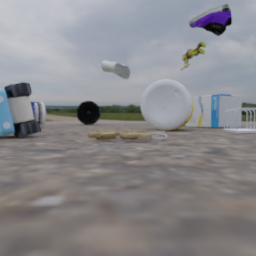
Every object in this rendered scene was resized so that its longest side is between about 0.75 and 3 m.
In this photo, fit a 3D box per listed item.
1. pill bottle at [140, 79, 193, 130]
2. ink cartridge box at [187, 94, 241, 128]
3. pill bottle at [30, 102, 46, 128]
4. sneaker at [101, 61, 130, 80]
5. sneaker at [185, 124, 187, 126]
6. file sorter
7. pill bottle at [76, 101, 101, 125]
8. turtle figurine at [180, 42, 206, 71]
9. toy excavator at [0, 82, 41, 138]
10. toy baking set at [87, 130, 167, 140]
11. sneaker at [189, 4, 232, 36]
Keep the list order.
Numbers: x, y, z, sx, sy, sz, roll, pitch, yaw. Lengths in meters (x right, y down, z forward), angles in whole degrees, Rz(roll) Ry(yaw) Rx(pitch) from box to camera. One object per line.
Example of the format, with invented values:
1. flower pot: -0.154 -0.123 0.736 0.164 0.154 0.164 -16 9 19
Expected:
1. pill bottle: 1.345 -0.657 9.014 1.458 1.458 2.669 0 1 15
2. ink cartridge box: 3.575 -0.683 11.809 1.356 1.333 1.842 -1 2 -31
3. pill bottle: -4.229 -0.506 10.815 1.877 1.043 1.043 -1 2 -28
4. sneaker: -0.735 -3.357 15.979 1.156 0.737 2.000 18 0 28
5. sneaker: 3.592 -0.585 15.916 0.892 0.939 2.334 1 3 -27
6. file sorter: 3.035 -0.191 7.448 0.707 0.634 1.018 0 1 1
7. pill bottle: -2.569 -0.949 18.262 1.507 1.507 2.694 0 2 -7
8. turtle figurine: 2.760 -3.231 12.132 0.502 1.557 1.256 43 -36 -16
9. toy excavator: -2.598 -0.166 4.890 1.941 0.970 1.888 -15 6 -24
10. toy baking set: 0.040 0.140 4.729 1.082 0.164 1.410 4 4 30
11. sneaker: 2.644 -3.227 8.656 1.691 0.841 0.588 -27 14 -24
